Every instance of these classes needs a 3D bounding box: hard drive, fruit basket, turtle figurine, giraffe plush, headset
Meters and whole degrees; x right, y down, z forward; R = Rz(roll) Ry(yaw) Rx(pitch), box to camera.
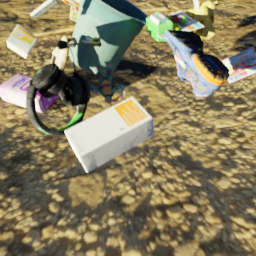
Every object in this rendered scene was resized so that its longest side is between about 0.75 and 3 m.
[{"bbox_3d":[-2.796,-3.955,9.263,0.869,0.114,0.573,-32,16,11],"label":"hard drive"},{"bbox_3d":[1.499,-3.613,9.620,1.629,0.764,1.509,-23,48,-9],"label":"fruit basket"},{"bbox_3d":[-0.720,-1.346,9.065,1.125,0.757,1.503,-12,83,-12],"label":"turtle figurine"},{"bbox_3d":[2.790,-4.218,10.688,1.504,1.743,1.413,17,36,24],"label":"giraffe plush"},{"bbox_3d":[-2.069,-1.272,8.366,1.396,2.970,1.834,9,-7,44],"label":"headset"}]

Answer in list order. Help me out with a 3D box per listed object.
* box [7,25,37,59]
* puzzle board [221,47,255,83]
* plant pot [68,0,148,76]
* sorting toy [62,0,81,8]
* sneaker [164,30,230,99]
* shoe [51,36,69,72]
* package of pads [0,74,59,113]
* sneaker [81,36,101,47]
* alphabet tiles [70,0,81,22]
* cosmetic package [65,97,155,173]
[{"bbox_3d":[-3.147,-2.530,8.304,0.581,0.645,1.147,-59,23,-5],"label":"box"},{"bbox_3d":[3.502,-1.935,8.739,1.019,0.768,0.089,-22,11,27],"label":"puzzle board"},{"bbox_3d":[-0.996,-3.761,11.238,2.778,2.721,2.778,23,33,-16],"label":"plant pot"},{"bbox_3d":[-2.410,-5.015,11.073,0.952,0.140,0.704,18,6,-35],"label":"sorting toy"},{"bbox_3d":[1.607,-1.806,7.598,0.982,1.023,2.608,-2,48,-25],"label":"sneaker"},{"bbox_3d":[-2.567,-2.414,10.240,0.514,1.927,0.674,10,15,-29],"label":"shoe"},{"bbox_3d":[-4.391,-1.564,12.381,2.288,0.866,1.379,17,48,18],"label":"package of pads"},{"bbox_3d":[-1.274,-2.964,9.730,0.801,0.339,0.298,18,65,26],"label":"sneaker"},{"bbox_3d":[-1.430,-5.326,12.663,2.443,2.936,0.093,23,51,0],"label":"alphabet tiles"},{"bbox_3d":[-0.488,0.147,7.839,2.214,0.789,1.123,-29,50,-13],"label":"cosmetic package"}]
